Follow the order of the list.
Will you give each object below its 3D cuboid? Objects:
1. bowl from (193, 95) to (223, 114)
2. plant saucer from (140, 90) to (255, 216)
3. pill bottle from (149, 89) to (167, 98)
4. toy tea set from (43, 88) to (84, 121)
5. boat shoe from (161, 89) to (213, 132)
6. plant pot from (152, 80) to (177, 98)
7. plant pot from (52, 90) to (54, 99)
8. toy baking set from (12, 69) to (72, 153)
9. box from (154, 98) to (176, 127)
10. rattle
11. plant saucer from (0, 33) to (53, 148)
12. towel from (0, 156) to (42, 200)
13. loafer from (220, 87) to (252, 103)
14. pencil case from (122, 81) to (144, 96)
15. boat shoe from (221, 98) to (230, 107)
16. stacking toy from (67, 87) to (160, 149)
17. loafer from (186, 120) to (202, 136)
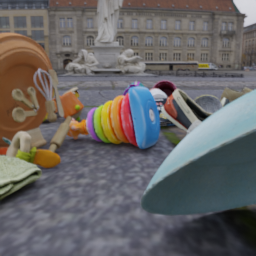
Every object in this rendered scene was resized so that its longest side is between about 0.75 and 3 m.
[{"bbox_3d":[2.041,-0.443,7.338,0.861,0.861,0.404,3,10,13],"label":"bowl"},{"bbox_3d":[1.463,0.160,2.561,2.882,0.555,2.882,-10,-26,-5],"label":"plant saucer"},{"bbox_3d":[1.191,-1.162,11.789,0.869,0.869,1.587,0,13,0],"label":"pill bottle"},{"bbox_3d":[-2.313,-0.672,10.253,1.604,0.998,2.697,-29,15,6],"label":"toy tea set"},{"bbox_3d":[1.559,-0.076,5.781,1.832,0.573,0.652,37,35,3],"label":"boat shoe"},{"bbox_3d":[1.770,-1.581,13.324,1.195,1.195,1.069,3,-2,13],"label":"plant pot"},{"bbox_3d":[-3.220,-1.384,10.229,1.262,0.896,1.262,-15,43,14],"label":"plant pot"},{"bbox_3d":[-1.699,-0.391,5.961,0.233,1.535,2.000,-10,33,23],"label":"toy baking set"},{"bbox_3d":[1.297,-0.508,8.831,1.210,0.278,0.962,-3,54,-19],"label":"box"},{"bbox_3d":[-1.943,0.460,5.401,0.815,0.743,1.140,-5,-6,-40],"label":"rattle"},{"bbox_3d":[-2.428,-0.679,5.957,0.408,2.528,2.528,20,19,21],"label":"plant saucer"},{"bbox_3d":[-2.780,0.740,4.214,2.490,0.454,1.848,6,13,24],"label":"towel"},{"bbox_3d":[5.671,-1.484,13.243,2.535,0.855,0.964,4,13,19],"label":"loafer"},{"bbox_3d":[0.304,-1.553,12.990,1.026,1.115,2.412,1,13,3],"label":"pencil case"},{"bbox_3d":[2.899,-0.330,8.205,0.657,0.698,1.943,20,28,9],"label":"boat shoe"},{"bbox_3d":[-0.524,-0.094,6.849,2.405,1.396,1.320,-10,2,23],"label":"stacking toy"},{"bbox_3d":[1.495,0.387,4.905,1.493,0.521,0.522,32,10,-33],"label":"loafer"}]
